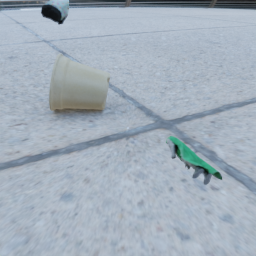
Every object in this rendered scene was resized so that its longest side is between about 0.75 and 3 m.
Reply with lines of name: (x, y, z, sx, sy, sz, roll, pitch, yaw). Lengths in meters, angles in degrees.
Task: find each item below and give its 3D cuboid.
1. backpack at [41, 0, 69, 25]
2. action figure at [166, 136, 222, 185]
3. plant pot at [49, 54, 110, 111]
backpack: (-2.207, -3.725, 8.807, 0.749, 0.568, 0.898, 30, 44, -3)
action figure: (0.667, 0.321, 3.300, 0.522, 0.242, 0.884, 33, 11, -27)
plant pot: (-1.517, -1.343, 9.193, 1.707, 1.864, 1.864, 9, 28, -5)
